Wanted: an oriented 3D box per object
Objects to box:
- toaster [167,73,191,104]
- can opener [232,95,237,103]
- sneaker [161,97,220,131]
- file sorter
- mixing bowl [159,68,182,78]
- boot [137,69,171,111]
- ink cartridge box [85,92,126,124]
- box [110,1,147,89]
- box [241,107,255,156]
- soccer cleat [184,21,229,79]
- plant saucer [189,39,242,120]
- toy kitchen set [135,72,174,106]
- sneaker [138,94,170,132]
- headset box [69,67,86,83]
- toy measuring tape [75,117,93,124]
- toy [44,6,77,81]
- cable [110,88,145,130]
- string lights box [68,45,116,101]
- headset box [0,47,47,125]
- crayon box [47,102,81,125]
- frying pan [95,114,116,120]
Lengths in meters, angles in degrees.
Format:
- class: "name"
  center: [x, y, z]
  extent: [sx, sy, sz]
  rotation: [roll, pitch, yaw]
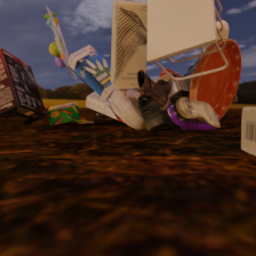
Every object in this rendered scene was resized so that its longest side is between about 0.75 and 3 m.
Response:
- class: "toaster"
  center: [1.757, -1.379, 10.123]
  extent: [1.093, 0.648, 0.988]
  rotation: [3, -27, -37]
- class: "can opener"
  center: [4.007, -1.748, 12.115]
  extent: [0.731, 0.583, 2.185]
  rotation: [40, 20, -31]
- class: "sneaker"
  center: [1.750, -0.254, 8.047]
  extent: [2.062, 0.717, 1.025]
  rotation: [14, -37, -40]
- class: "file sorter"
  center: [1.584, -2.724, 7.336]
  extent: [1.688, 2.432, 1.515]
  rotation: [-10, -21, 32]
- class: "mixing bowl"
  center: [2.040, -1.822, 12.934]
  extent: [1.817, 0.984, 1.817]
  rotation: [36, 1, -1]
- class: "boot"
  center: [0.573, -1.011, 6.497]
  extent: [0.391, 1.130, 0.984]
  rotation: [-32, -54, 26]
- class: "ink cartridge box"
  center: [-0.283, -0.872, 10.207]
  extent: [1.997, 0.570, 1.623]
  rotation: [20, 31, 17]
- class: "box"
  center: [0.040, -2.452, 8.402]
  extent: [1.006, 2.448, 0.837]
  rotation: [-6, 30, -16]
- class: "box"
  center: [3.130, 0.052, 4.522]
  extent: [2.307, 0.789, 0.948]
  rotation: [1, 5, 2]
- class: "soccer cleat"
  center: [3.060, -2.510, 10.237]
  extent: [0.932, 2.667, 1.151]
  rotation: [13, 24, -31]
- class: "plant saucer"
  center: [2.983, -1.549, 9.630]
  extent: [0.472, 2.925, 2.925]
  rotation: [24, 20, 40]
- class: "toy kitchen set"
  center: [1.034, -1.031, 11.615]
  extent: [2.164, 1.766, 1.953]
  rotation: [-26, -1, 23]
- class: "sneaker"
  center: [1.058, -0.631, 8.978]
  extent: [0.807, 1.209, 2.111]
  rotation: [-31, -12, 36]
- class: "headset box"
  center: [-1.478, -2.348, 10.384]
  extent: [0.832, 1.118, 0.432]
  rotation: [45, -12, -19]
- class: "toy measuring tape"
  center: [-1.814, -0.308, 11.438]
  extent: [0.794, 0.292, 0.292]
  rotation: [1, 4, -36]
- class: "toy"
  center: [-2.745, -3.116, 10.894]
  extent: [0.630, 2.667, 1.536]
  rotation: [-16, -1, 1]
- class: "cable"
  center: [0.128, -0.680, 9.172]
  extent: [0.537, 1.552, 1.552]
  rotation: [-44, -13, 27]
- class: "string lights box"
  center: [-1.058, -1.878, 9.569]
  extent: [0.945, 1.839, 0.542]
  rotation: [-43, -5, -35]
- class: "headset box"
  center: [-3.573, -1.321, 8.777]
  extent: [0.837, 2.166, 1.612]
  rotation: [-25, -13, 8]
- class: "crayon box"
  center: [-2.513, -0.597, 11.067]
  extent: [1.138, 0.558, 1.916]
  rotation: [-12, 11, -10]
- class: "frying pan"
  center: [-0.994, -0.622, 14.564]
  extent: [1.364, 0.367, 2.255]
  rotation: [0, 3, -4]
